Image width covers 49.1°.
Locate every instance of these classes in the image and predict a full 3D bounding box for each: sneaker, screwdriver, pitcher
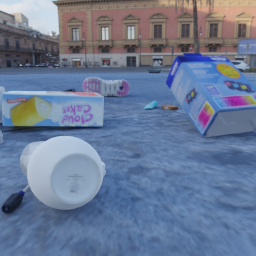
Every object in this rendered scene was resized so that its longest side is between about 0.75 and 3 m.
[{"bbox_3d":[-1.288,-2.418,16.950,2.834,1.140,1.253,5,7,3],"label":"sneaker"},{"bbox_3d":[-1.666,0.979,4.493,0.188,0.196,1.345,0,14,0],"label":"screwdriver"},{"bbox_3d":[-0.861,0.642,4.431,1.456,1.029,1.697,4,0,-27],"label":"pitcher"}]

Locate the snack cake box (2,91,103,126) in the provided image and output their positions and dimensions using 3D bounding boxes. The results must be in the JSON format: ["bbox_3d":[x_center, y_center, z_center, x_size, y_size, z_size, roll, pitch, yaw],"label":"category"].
[{"bbox_3d":[-2.402,-0.661,9.195,2.967,0.997,1.706,0,9,-14],"label":"snack cake box"}]

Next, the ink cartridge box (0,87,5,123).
[{"bbox_3d":[-4.878,-0.639,8.975,1.174,1.180,1.608,0,14,11],"label":"ink cartridge box"}]

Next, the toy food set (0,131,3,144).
[{"bbox_3d":[-3.577,0.143,7.103,0.615,0.580,1.289,-3,14,-10],"label":"toy food set"}]

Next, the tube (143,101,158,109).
[{"bbox_3d":[1.054,-0.999,12.652,0.408,0.265,1.053,-8,13,27],"label":"tube"}]

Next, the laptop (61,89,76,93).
[{"bbox_3d":[-2.231,-1.000,10.730,0.421,0.816,0.723,23,32,40],"label":"laptop"}]

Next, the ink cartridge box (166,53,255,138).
[{"bbox_3d":[2.549,-1.217,8.648,2.024,1.132,2.967,-6,47,-23],"label":"ink cartridge box"}]

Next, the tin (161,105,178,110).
[{"bbox_3d":[1.847,-0.918,12.428,0.470,0.176,0.839,-6,14,-40],"label":"tin"}]
